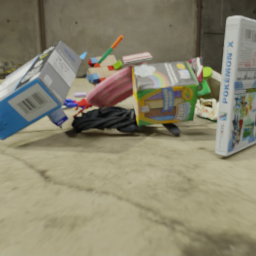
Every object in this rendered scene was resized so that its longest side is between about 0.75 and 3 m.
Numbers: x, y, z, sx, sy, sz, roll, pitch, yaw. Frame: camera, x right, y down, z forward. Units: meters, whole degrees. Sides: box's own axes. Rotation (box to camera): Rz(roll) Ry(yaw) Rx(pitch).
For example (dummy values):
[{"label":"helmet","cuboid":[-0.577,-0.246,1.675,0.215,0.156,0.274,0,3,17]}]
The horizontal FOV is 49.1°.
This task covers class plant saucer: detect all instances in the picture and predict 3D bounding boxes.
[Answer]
[{"label":"plant saucer","cuboid":[-0.271,-1.387,10.008,2.534,0.642,2.534,-31,-2,-1]}]

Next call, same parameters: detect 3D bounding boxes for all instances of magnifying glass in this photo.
[{"label":"magnifying glass","cuboid":[-0.656,-2.814,10.169,1.369,0.153,0.545,-39,12,30]}]

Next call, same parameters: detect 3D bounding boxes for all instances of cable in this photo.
[{"label":"cable","cuboid":[-0.636,-0.207,8.512,2.155,0.671,2.641,-9,13,-10]}]

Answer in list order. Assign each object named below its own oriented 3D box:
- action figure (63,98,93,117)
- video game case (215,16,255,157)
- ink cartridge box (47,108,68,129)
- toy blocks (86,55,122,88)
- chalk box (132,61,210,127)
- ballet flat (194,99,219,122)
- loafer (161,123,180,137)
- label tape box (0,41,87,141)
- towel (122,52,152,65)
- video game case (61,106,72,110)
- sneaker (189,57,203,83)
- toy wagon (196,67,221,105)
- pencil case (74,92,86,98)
[{"label":"action figure","cuboid":[-2.108,-0.735,10.238,1.737,0.860,0.567,1,49,-41]},{"label":"video game case","cuboid":[2.894,-0.932,6.338,0.321,2.659,2.917,13,18,43]},{"label":"ink cartridge box","cuboid":[-2.077,-0.462,7.769,0.399,1.045,0.713,-40,25,-16]},{"label":"toy blocks","cuboid":[-1.026,-2.161,11.696,1.493,2.185,1.092,-14,-25,-24]},{"label":"chalk box","cuboid":[1.120,-0.927,7.355,1.930,1.195,1.201,-4,43,-2]},{"label":"ballet flat","cuboid":[3.072,-0.609,9.829,0.859,0.726,2.271,-7,14,-25]},{"label":"loafer","cuboid":[1.136,-0.038,7.729,0.298,0.261,0.828,-32,47,-8]},{"label":"label tape box","cuboid":[-2.229,-1.165,6.890,1.946,0.854,2.698,-25,33,23]},{"label":"towel","cuboid":[0.277,-2.195,8.866,0.897,0.142,1.245,-11,21,2]},{"label":"video game case","cuboid":[-3.314,-0.908,12.577,1.160,0.128,1.057,8,15,32]},{"label":"sneaker","cuboid":[1.813,-1.514,7.466,0.366,0.396,0.982,-4,41,15]},{"label":"toy wagon","cuboid":[3.039,-1.480,10.866,2.823,0.559,2.191,3,-30,28]},{"label":"pencil case","cuboid":[-2.991,-2.051,17.354,0.786,0.336,0.330,-5,10,-26]}]
